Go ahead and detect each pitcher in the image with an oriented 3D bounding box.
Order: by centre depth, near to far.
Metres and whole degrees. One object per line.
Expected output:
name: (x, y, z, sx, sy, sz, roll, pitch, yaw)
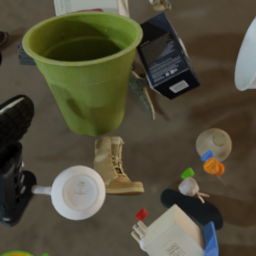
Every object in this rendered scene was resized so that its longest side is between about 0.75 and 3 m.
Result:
pitcher: (-1.340, 1.402, 6.108, 1.543, 1.798, 1.090, 5, 76, -14)

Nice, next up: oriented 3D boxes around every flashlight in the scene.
flashlight: (-2.099, -2.240, 8.802, 2.515, 0.851, 0.854, -5, 96, -21)

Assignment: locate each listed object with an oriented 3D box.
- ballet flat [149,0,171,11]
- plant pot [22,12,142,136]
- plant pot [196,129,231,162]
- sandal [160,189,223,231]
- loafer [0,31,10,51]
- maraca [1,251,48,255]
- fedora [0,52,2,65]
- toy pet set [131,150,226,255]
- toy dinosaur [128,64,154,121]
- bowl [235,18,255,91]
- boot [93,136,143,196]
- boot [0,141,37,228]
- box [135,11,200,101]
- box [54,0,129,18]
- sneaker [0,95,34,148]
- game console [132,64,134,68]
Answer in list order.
ballet flat: (0.936, -4.187, 9.112, 0.500, 1.475, 0.555, 28, 84, 33)
plant pot: (-1.042, -1.277, 7.640, 2.858, 2.714, 2.858, -1, 42, 1)
plant pot: (3.059, 0.521, 9.745, 1.224, 0.822, 1.224, 0, 69, 0)
sandal: (2.089, 2.631, 9.190, 2.133, 0.510, 0.802, 24, 72, 22)
loafer: (-5.640, -3.338, 11.263, 1.858, 0.663, 0.678, -41, 75, -14)
maraca: (-1.917, 2.637, 5.008, 1.182, 0.632, 0.810, 9, 72, -25)
fedora: (-4.180, -1.985, 7.979, 0.556, 1.217, 1.217, 13, 62, 52)
toy pet set: (1.463, 2.230, 6.425, 1.493, 2.625, 2.811, 45, 104, 1)
toy dinosaur: (0.572, -1.760, 10.718, 1.304, 0.702, 2.958, -32, 79, -11)
bowl: (3.871, -2.018, 7.821, 0.974, 2.168, 2.168, 11, 70, 3)
boot: (-0.317, 0.958, 7.261, 0.717, 1.969, 1.530, 18, 74, -36)
boot: (-2.546, 1.039, 6.326, 0.633, 1.929, 1.590, 4, 39, -5)
box: (1.126, -1.988, 8.207, 1.150, 1.856, 1.825, -26, 75, 20)
box: (-1.115, -3.701, 9.011, 2.065, 1.320, 1.125, -5, 98, 16)
sneaker: (-3.440, 0.191, 6.033, 1.308, 1.131, 2.987, 33, 68, 17)
game console: (-0.429, -2.577, 11.258, 1.286, 0.155, 0.759, 39, 74, 12)
